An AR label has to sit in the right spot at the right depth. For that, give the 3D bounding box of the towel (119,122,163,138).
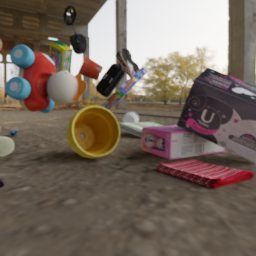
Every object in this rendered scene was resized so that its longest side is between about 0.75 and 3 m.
[{"bbox_3d":[1.129,0.121,14.837,2.775,0.426,2.070,-2,16,-43],"label":"towel"}]

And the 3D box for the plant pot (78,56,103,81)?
[{"bbox_3d":[-1.655,-2.594,12.444,0.903,0.928,0.928,25,1,-12],"label":"plant pot"}]

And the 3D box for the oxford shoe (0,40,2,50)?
[{"bbox_3d":[-5.818,-2.762,10.831,0.810,0.777,2.195,8,48,20],"label":"oxford shoe"}]

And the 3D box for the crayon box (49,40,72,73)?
[{"bbox_3d":[-3.187,-3.077,13.052,0.475,1.628,1.405,-14,39,-39],"label":"crayon box"}]

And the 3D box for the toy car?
[{"bbox_3d":[-2.579,-1.638,9.989,2.438,2.156,2.247,1,-11,10],"label":"toy car"}]

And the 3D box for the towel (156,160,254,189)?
[{"bbox_3d":[1.855,1.059,6.964,1.438,0.224,1.988,-3,6,-35],"label":"towel"}]

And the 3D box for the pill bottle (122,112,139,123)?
[{"bbox_3d":[0.155,-0.519,18.348,1.024,1.024,1.845,1,6,6],"label":"pill bottle"}]

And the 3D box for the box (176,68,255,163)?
[{"bbox_3d":[3.122,-0.428,8.574,2.648,1.750,1.519,28,35,19],"label":"box"}]

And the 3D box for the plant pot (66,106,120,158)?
[{"bbox_3d":[-1.317,0.212,9.231,1.636,1.636,1.539,-3,-7,-30],"label":"plant pot"}]

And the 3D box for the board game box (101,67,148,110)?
[{"bbox_3d":[-0.120,-1.508,10.856,1.295,0.330,1.913,-39,8,46],"label":"board game box"}]

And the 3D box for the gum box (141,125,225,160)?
[{"bbox_3d":[1.900,0.413,9.806,2.694,0.891,1.529,-4,8,-32],"label":"gum box"}]

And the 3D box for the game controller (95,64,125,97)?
[{"bbox_3d":[-0.953,-2.523,14.810,0.944,1.810,0.381,38,3,21],"label":"game controller"}]

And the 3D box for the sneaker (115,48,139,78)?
[{"bbox_3d":[-0.036,-2.946,13.356,0.740,1.715,0.689,2,34,47],"label":"sneaker"}]

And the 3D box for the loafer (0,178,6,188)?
[{"bbox_3d":[-2.889,1.197,5.687,0.768,0.276,0.242,-6,25,1],"label":"loafer"}]

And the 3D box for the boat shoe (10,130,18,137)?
[{"bbox_3d":[-5.797,0.296,14.132,0.368,0.300,0.874,-9,6,-7],"label":"boat shoe"}]

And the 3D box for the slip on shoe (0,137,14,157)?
[{"bbox_3d":[-4.463,0.670,8.887,0.560,0.678,1.831,-1,9,32],"label":"slip on shoe"}]

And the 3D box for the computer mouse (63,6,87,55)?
[{"bbox_3d":[-1.648,-2.962,8.766,0.524,0.304,1.787,-12,-32,-2],"label":"computer mouse"}]
